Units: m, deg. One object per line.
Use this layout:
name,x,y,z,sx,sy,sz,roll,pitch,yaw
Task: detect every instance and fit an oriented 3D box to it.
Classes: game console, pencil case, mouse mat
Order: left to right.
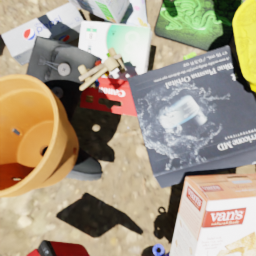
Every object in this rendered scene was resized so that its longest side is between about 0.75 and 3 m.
game console,-1.238,3.046,4.938,1.100,1.597,1.853,-56,44,4
pencil case,-0.050,-3.972,8.123,1.308,1.199,2.884,-1,82,2
mouse mat,2.061,-3.260,8.050,2.294,0.086,1.846,17,115,-1

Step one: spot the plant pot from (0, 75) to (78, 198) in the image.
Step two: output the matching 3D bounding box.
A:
plant pot,-1.593,0.231,4.423,1.779,1.245,1.779,-5,71,16

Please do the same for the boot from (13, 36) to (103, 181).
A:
boot,-1.267,-0.368,6.236,2.275,0.906,2.760,17,92,-19

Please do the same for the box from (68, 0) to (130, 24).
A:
box,-0.802,-3.115,6.304,1.402,1.237,0.678,27,94,11

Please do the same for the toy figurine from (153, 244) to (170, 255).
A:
toy figurine,0.681,3.166,5.859,2.271,1.198,1.360,-21,81,-17

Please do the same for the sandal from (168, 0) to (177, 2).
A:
sandal,0.895,-3.907,6.337,0.556,0.773,1.947,-22,121,2

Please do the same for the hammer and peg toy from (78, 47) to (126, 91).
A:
hammer and peg toy,-0.453,-0.970,4.611,0.810,1.102,0.388,-30,94,6

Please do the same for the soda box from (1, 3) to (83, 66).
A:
soda box,-2.395,-2.744,8.198,2.268,0.719,0.774,-28,83,-4

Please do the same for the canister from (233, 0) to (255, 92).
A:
canister,3.044,-0.992,4.845,2.541,1.100,1.887,27,52,-32

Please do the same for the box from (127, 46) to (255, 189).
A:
box,1.246,-0.155,5.279,1.998,1.193,2.032,-17,65,7

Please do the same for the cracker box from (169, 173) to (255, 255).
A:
cracker box,1.616,2.020,4.644,1.688,0.727,2.520,0,110,-18

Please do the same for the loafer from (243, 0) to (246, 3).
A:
loafer,2.192,-3.671,5.371,0.933,1.067,2.969,-7,96,-6

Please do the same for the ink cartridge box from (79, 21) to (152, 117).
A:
ink cartridge box,-0.393,-1.373,6.636,1.651,0.514,2.052,10,98,13

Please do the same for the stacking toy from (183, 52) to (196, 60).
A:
stacking toy,1.601,-1.424,8.202,1.546,0.363,1.166,-29,83,-5
